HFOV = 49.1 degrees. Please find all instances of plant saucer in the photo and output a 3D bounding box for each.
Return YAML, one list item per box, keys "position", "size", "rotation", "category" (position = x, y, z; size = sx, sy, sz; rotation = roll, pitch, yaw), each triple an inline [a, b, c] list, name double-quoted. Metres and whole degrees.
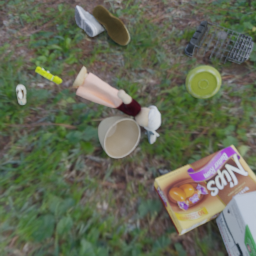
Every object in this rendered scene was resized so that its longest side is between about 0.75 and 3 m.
- position: [2.556, -1.508, 9.514]
  size: [1.182, 1.182, 0.184]
  rotation: [8, 29, 5]
  category: "plant saucer"

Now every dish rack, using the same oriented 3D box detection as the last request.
- position: [4.022, -3.642, 12.236]
  size: [2.607, 0.711, 2.000]
  rotation: [24, 61, 13]
  category: "dish rack"

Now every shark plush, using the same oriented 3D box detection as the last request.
- position: [0.697, 0.119, 9.933]
  size: [0.380, 0.415, 0.912]
  rotation: [-42, 70, 19]
  category: "shark plush"

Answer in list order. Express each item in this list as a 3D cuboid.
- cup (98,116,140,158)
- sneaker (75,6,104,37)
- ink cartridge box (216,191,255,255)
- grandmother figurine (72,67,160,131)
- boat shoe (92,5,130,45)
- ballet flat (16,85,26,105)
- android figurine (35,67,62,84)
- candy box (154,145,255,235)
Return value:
- position: [-0.458, 0.172, 9.442]
  size: [1.408, 1.408, 1.007]
  rotation: [-35, 40, -20]
  category: "cup"
- position: [-1.867, -5.009, 13.207]
  size: [0.799, 0.728, 1.949]
  rotation: [-23, 66, -30]
  category: "sneaker"
- position: [3.121, 2.722, 7.219]
  size: [0.864, 2.081, 1.525]
  rotation: [-11, 57, -4]
  category: "ink cartridge box"
- position: [-0.279, -0.809, 8.831]
  size: [2.978, 1.806, 0.902]
  rotation: [29, 95, -12]
  category: "grandmother figurine"
- position: [-0.661, -4.667, 12.795]
  size: [0.850, 0.753, 2.323]
  rotation: [-42, 79, 20]
  category: "boat shoe"
- position: [-4.178, -1.369, 10.928]
  size: [0.359, 0.332, 1.064]
  rotation: [-17, 58, -11]
  category: "ballet flat"
- position: [-2.376, -1.555, 8.299]
  size: [0.816, 0.896, 0.184]
  rotation: [29, 88, 20]
  category: "android figurine"
- position: [2.416, 1.844, 8.549]
  size: [2.832, 0.800, 1.653]
  rotation: [-21, 60, -11]
  category: "candy box"
